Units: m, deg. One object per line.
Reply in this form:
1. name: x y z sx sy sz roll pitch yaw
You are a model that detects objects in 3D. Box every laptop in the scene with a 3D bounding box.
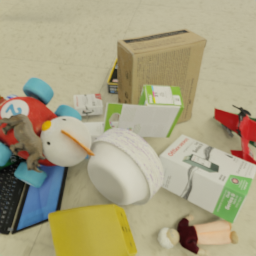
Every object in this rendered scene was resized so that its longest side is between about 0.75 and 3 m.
1. laptop: -2.866 1.216 6.790 2.565 1.324 2.273 14 43 -13

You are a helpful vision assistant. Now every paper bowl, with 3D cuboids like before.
1. paper bowl: -0.193 1.034 6.597 1.903 1.903 0.990 28 49 25

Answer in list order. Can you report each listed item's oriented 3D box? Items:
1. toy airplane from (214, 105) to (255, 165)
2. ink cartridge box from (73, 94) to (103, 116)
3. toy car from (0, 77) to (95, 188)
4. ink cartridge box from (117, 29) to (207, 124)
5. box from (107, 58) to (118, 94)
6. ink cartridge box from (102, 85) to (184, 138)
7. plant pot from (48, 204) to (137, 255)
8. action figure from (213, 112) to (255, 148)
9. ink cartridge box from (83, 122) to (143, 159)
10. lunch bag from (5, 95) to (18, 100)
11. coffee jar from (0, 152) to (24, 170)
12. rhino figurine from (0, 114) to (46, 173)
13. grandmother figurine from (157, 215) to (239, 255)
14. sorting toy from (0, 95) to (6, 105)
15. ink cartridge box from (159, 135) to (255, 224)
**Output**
1. toy airplane: 3.050 0.283 7.363 0.403 2.188 2.188 -39 55 -14
2. ink cartridge box: -1.290 -0.741 8.991 0.886 0.367 0.650 -4 48 -11
3. toy car: -1.639 0.147 6.009 2.236 1.977 2.061 3 56 45
4. ink cartridge box: 0.881 -1.296 8.269 2.274 2.760 1.037 -16 42 -21
5. box: 0.441 -1.909 10.509 2.148 0.530 1.715 6 44 9
6. ink cartridge box: 0.305 -0.405 7.088 1.836 1.357 0.696 3 54 -9
7. plant pot: -0.583 2.173 5.436 1.205 1.366 1.366 -22 65 4
8. action figure: 3.240 -0.070 8.434 0.479 1.034 1.751 -19 29 -20
9. ink cartridge box: -0.445 0.340 7.968 1.657 0.954 0.562 -1 45 -6
10. lunch bag: -3.575 -0.435 8.947 1.431 0.590 1.151 26 57 23
11. coffee jar: -3.058 0.416 7.105 2.262 1.179 0.965 -23 22 -28
12. rhino figurine: -1.994 0.308 5.457 0.562 0.384 1.284 -29 89 -15
13. grandmother figurine: 1.492 2.377 6.289 1.709 0.518 1.037 -5 26 -7
14. sorting toy: -3.997 -0.856 8.119 0.670 1.116 0.458 -25 82 -8
15. ink cartridge box: 1.883 1.144 6.937 2.094 0.880 1.528 24 30 23
